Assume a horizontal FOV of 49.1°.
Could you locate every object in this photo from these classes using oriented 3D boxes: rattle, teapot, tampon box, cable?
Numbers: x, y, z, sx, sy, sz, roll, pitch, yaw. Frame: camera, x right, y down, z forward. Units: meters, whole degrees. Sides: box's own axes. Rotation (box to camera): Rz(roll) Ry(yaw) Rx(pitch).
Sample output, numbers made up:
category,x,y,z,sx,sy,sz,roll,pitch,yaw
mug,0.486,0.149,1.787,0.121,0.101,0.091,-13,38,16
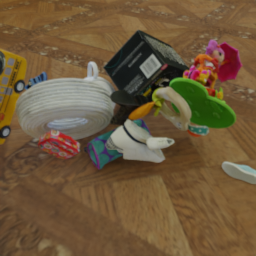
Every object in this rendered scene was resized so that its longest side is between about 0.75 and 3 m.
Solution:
category,x,y,z,sx,sy,sz,roll,pitch,yaw
rattle,1.226,-0.085,7.983,1.283,1.971,1.408,-15,27,50
teapot,-1.145,-1.205,10.256,1.771,1.294,1.748,35,67,-12
tampon box,0.796,-2.086,10.290,2.549,1.910,1.609,-5,57,-57
cable,-1.909,-0.461,8.603,2.910,2.911,1.008,-19,71,25

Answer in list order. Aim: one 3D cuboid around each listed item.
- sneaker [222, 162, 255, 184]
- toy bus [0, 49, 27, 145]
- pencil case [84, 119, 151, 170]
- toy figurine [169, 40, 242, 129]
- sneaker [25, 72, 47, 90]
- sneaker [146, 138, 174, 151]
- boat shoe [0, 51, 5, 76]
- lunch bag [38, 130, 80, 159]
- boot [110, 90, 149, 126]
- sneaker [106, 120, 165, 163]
category,x,y,z,sx,sy,sz,roll,pitch,yaw
sneaker,3.447,1.312,8.556,1.128,0.417,0.462,27,36,20
toy bus,-3.870,-0.897,8.198,0.892,2.741,1.073,23,7,21
pencil case,-0.285,0.496,9.043,2.129,0.984,0.906,-25,52,-27
toy figurine,2.501,-1.648,8.569,1.974,2.630,2.421,8,67,42
sneaker,-2.558,-1.257,7.809,0.345,0.838,0.310,3,56,-53
sneaker,0.869,0.407,7.669,0.383,0.364,0.952,-11,-3,40
boat shoe,-3.697,-1.001,6.637,2.424,0.871,0.820,-29,31,34
lunch bag,-1.984,0.487,8.274,0.964,1.094,0.448,-24,47,35
boot,-0.171,-0.468,8.024,1.394,1.213,0.483,5,52,-39
sneaker,0.282,0.578,8.338,0.938,2.331,0.890,-42,48,11
